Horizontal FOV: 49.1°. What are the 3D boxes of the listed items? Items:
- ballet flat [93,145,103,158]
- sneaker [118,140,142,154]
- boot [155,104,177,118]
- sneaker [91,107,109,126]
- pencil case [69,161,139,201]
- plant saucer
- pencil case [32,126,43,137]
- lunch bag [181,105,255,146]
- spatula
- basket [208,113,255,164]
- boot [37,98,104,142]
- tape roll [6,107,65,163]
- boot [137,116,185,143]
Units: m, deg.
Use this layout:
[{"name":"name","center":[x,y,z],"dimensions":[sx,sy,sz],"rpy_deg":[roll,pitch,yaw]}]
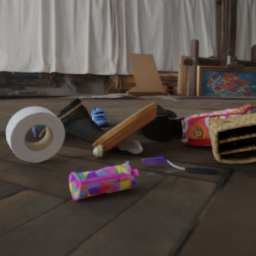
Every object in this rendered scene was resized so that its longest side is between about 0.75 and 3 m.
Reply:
[{"name":"ballet flat","center":[-0.864,0.696,8.065],"dimensions":[0.315,0.315,0.892],"rpy_deg":[-1,-14,-7]},{"name":"sneaker","center":[0.232,0.565,9.153],"dimensions":[0.620,0.395,1.073],"rpy_deg":[-11,13,-37]},{"name":"boot","center":[1.863,-0.576,15.530],"dimensions":[1.758,0.609,1.531],"rpy_deg":[28,31,0]},{"name":"sneaker","center":[-1.545,-0.578,14.713],"dimensions":[0.768,0.855,2.078],"rpy_deg":[-4,15,-18]},{"name":"pencil case","center":[-0.489,1.045,5.567],"dimensions":[1.333,0.589,0.589],"rpy_deg":[-8,12,-28]},{"name":"plant saucer","center":[-0.026,0.051,8.991],"dimensions":[2.405,0.450,2.405],"rpy_deg":[-34,-2,-1]},{"name":"pencil case","center":[-3.060,-0.118,11.688],"dimensions":[1.825,0.843,0.776],"rpy_deg":[-10,33,-22]},{"name":"lunch bag","center":[3.257,-0.093,10.242],"dimensions":[2.590,1.204,2.940],"rpy_deg":[-4,5,38]},{"name":"spatula","center":[1.297,0.970,7.068],"dimensions":[1.903,0.196,0.538],"rpy_deg":[8,-25,19]},{"name":"basket","center":[3.146,0.358,7.417],"dimensions":[1.810,1.292,1.348],"rpy_deg":[-10,8,10]},{"name":"boot","center":[-2.220,0.169,10.558],"dimensions":[2.307,1.596,0.893],"rpy_deg":[-35,10,27]},{"name":"tape roll","center":[-2.534,0.192,7.720],"dimensions":[1.497,1.497,0.523],"rpy_deg":[-6,24,-34]},{"name":"boot","center":[0.833,-0.010,11.590],"dimensions":[2.872,0.994,2.500],"rpy_deg":[-1,3,-45]}]
